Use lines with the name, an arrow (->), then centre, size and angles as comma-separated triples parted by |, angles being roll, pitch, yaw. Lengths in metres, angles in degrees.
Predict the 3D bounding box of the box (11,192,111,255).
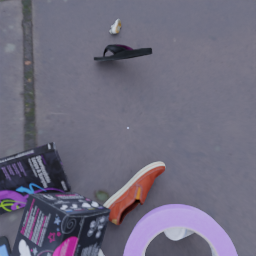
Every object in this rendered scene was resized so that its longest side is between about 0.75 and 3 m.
box -> -1.509, 2.619, 5.989 | 1.264, 1.456, 2.203 | 16, 89, 33

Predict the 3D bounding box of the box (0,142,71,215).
box -> -2.709, 1.350, 7.243 | 2.126, 1.520, 0.384 | -19, 34, -10

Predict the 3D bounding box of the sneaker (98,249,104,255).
sneaker -> -1.208, 2.773, 7.010 | 0.608, 0.523, 1.436 | -30, 66, -17

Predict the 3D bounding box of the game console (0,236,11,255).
game console -> -3.319, 3.245, 6.693 | 0.910, 0.631, 1.066 | -25, 65, -12

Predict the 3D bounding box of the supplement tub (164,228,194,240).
supplement tub -> 1.312, 2.393, 6.929 | 0.592, 0.898, 0.592 | -5, 81, 36

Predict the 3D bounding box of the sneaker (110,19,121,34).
sneaker -> -0.506, -3.933, 10.844 | 0.356, 0.307, 0.812 | -8, 42, 25

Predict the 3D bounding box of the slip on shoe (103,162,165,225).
slip on shoe -> 0.253, 1.717, 7.443 | 2.114, 0.783, 0.647 | -41, 62, -14

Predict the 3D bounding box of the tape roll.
tape roll -> 1.087, 2.876, 5.996 | 2.340, 0.768, 2.340 | -1, 81, 8

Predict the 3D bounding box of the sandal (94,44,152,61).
sandal -> -0.203, -2.607, 9.485 | 2.228, 0.533, 0.837 | 0, 13, 33
